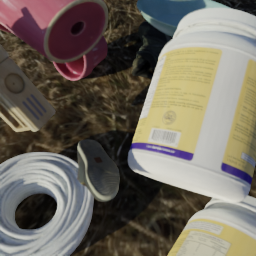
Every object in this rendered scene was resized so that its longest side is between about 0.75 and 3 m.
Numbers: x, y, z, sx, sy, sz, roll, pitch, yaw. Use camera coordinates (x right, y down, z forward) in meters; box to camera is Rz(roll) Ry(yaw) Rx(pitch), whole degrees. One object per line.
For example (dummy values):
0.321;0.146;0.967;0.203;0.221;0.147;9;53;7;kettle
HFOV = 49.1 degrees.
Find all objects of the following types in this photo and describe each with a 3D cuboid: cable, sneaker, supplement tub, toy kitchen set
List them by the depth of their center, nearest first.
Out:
-0.393;0.649;3.528;0.396;0.562;1.059;-3;31;-20;sneaker
1.328;2.261;4.008;1.682;1.682;2.314;31;57;21;supplement tub
1.098;-0.286;4.088;1.704;1.704;2.344;16;79;12;supplement tub
-2.961;-0.336;4.775;2.438;2.696;2.988;-6;39;45;toy kitchen set
-2.142;1.858;6.366;2.734;0.946;2.733;-2;52;-2;cable
0.676;-2.714;9.666;1.592;1.062;2.779;-13;60;-18;sneaker

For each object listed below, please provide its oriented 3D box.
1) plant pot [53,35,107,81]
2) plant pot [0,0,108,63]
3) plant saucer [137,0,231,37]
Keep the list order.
-1.528;-2.570;9.366;1.625;1.625;1.454;32;43;21;plant pot
-1.957;-3.089;6.755;2.847;2.847;2.548;-34;73;-23;plant pot
1.568;-2.883;7.442;2.771;0.533;2.771;4;41;-3;plant saucer
